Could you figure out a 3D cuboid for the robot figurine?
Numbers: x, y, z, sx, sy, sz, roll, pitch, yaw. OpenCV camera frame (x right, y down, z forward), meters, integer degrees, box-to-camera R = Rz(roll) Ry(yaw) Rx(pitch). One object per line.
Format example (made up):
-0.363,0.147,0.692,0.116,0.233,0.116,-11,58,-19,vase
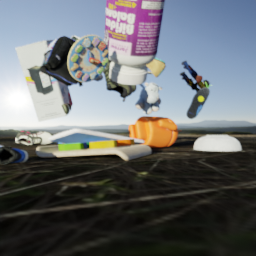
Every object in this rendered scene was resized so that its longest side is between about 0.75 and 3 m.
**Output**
1.158,0.181,11.874,2.319,1.668,1.352,1,35,-35,robot figurine

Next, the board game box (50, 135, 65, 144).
-4.091,0.656,16.301,2.848,0.521,2.155,1,-1,3,board game box

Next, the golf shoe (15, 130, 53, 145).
-4.860,0.640,14.662,1.978,0.763,0.871,3,25,-1,golf shoe

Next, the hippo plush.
1.340,-1.754,15.114,1.502,1.886,1.516,15,-21,-16,hippo plush

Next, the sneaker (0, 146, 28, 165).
-2.703,0.557,5.909,1.001,0.384,0.557,6,-8,12,sneaker

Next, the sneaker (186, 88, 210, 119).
2.923,-1.057,11.594,0.505,1.534,0.601,36,36,18,sneaker

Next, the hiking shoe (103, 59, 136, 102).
-0.677,-2.269,12.575,1.169,2.321,0.879,-51,8,-37,hiking shoe

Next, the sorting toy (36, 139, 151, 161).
-0.840,0.549,7.815,2.539,0.463,2.350,0,-1,20,sorting toy

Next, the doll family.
2.882,-1.926,11.874,0.854,1.257,2.175,-42,-44,22,doll family

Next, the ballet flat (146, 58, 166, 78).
0.501,-3.030,12.765,2.636,0.831,0.905,33,8,36,ballet flat

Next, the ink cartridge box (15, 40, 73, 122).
-3.022,-1.820,10.490,1.104,2.667,1.944,-12,18,0,ink cartridge box

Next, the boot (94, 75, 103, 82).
-2.473,-2.478,13.330,2.450,1.171,0.901,23,-7,-18,boot

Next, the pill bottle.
0.109,-2.503,7.265,1.449,2.581,1.449,5,29,-3,pill bottle

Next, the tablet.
-0.985,0.403,9.107,2.701,0.184,1.758,12,-19,-40,tablet

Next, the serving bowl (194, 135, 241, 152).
3.288,0.550,10.392,1.685,0.554,1.685,-1,-1,0,serving bowl

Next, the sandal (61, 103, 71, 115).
-1.698,-0.544,7.841,0.234,0.325,0.819,-28,10,-6,sandal

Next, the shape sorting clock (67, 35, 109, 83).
-0.876,-1.549,6.363,0.217,1.108,1.108,32,19,37,shape sorting clock

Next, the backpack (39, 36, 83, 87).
-1.532,-1.620,6.738,1.084,1.033,0.835,26,-10,-39,backpack

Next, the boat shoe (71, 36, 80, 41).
-1.149,-2.016,7.516,1.308,0.481,0.437,45,12,30,boat shoe
